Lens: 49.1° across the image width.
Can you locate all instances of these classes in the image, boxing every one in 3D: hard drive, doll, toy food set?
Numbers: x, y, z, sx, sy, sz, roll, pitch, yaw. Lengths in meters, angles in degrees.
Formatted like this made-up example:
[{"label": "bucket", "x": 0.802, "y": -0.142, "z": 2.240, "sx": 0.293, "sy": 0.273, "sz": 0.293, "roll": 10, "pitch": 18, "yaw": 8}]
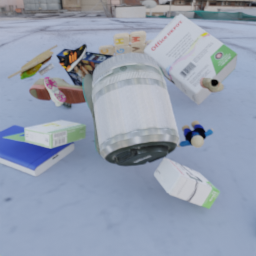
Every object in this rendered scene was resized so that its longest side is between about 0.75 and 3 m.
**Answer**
[{"label": "hard drive", "x": -3.038, "y": 0.569, "z": 8.191, "sx": 2.420, "sy": 0.307, "sz": 1.596, "roll": 14, "pitch": 30, "yaw": 25}, {"label": "doll", "x": 1.620, "y": 0.206, "z": 6.909, "sx": 0.961, "sy": 0.341, "sz": 1.409, "roll": -26, "pitch": 11, "yaw": 10}, {"label": "toy food set", "x": -3.626, "y": -2.532, "z": 11.227, "sx": 1.637, "sy": 0.476, "sz": 2.371, "roll": -20, "pitch": 27, "yaw": 21}]

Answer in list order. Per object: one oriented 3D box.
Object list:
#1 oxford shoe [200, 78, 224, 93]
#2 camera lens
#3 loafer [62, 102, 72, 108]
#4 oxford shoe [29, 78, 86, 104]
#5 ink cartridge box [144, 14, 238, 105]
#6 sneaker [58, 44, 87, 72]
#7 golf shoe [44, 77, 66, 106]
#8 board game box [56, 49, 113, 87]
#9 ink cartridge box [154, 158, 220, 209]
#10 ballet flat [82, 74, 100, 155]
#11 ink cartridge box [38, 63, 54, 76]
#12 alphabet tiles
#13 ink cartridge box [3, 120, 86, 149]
[{"label": "oxford shoe", "x": 2.392, "y": -1.163, "z": 7.714, "sx": 0.973, "sy": 0.344, "sz": 0.359, "roll": 3, "pitch": 3, "yaw": -39}, {"label": "camera lens", "x": 0.120, "y": -0.340, "z": 6.590, "sx": 1.810, "sy": 1.810, "sz": 2.263, "roll": -6, "pitch": 71, "yaw": -12}, {"label": "loafer", "x": -2.623, "y": -1.132, "z": 11.478, "sx": 0.396, "sy": 0.347, "sz": 1.103, "roll": -2, "pitch": 24, "yaw": -44}, {"label": "oxford shoe", "x": -2.020, "y": -1.259, "z": 8.707, "sx": 2.042, "sy": 0.723, "sz": 0.754, "roll": 9, "pitch": 54, "yaw": 8}, {"label": "ink cartridge box", "x": 2.464, "y": -2.778, "z": 11.346, "sx": 2.170, "sy": 1.258, "sz": 2.997, "roll": -45, "pitch": 67, "yaw": 1}, {"label": "sneaker", "x": -1.541, "y": -1.997, "z": 7.738, "sx": 0.434, "sy": 0.965, "sz": 0.338, "roll": 33, "pitch": 31, "yaw": -27}, {"label": "golf shoe", "x": -1.970, "y": -0.936, "z": 7.313, "sx": 0.322, "sy": 0.392, "sz": 0.856, "roll": -21, "pitch": 73, "yaw": -40}, {"label": "board game box", "x": -1.089, "y": -1.595, "z": 8.950, "sx": 2.553, "sy": 1.729, "sz": 0.442, "roll": 22, "pitch": 60, "yaw": 44}, {"label": "ink cartridge box", "x": 1.244, "y": 1.187, "z": 6.031, "sx": 1.144, "sy": 0.481, "sz": 0.832, "roll": 25, "pitch": 10, "yaw": -26}, {"label": "ballet flat", "x": -0.665, "y": -0.427, "z": 7.977, "sx": 0.780, "sy": 2.449, "sz": 0.825, "roll": -14, "pitch": -6, "yaw": 33}, {"label": "ink cartridge box", "x": -3.265, "y": -2.309, "z": 11.278, "sx": 0.659, "sy": 0.195, "sz": 0.823, "roll": -35, "pitch": 30, "yaw": -6}, {"label": "alphabet tiles", "x": 0.094, "y": -3.158, "z": 12.543, "sx": 2.710, "sy": 2.771, "sz": 0.202, "roll": -7, "pitch": 62, "yaw": -3}, {"label": "ink cartridge box", "x": -2.274, "y": 0.090, "z": 7.600, "sx": 1.849, "sy": 0.443, "sz": 1.345, "roll": 10, "pitch": 15, "yaw": 29}]
